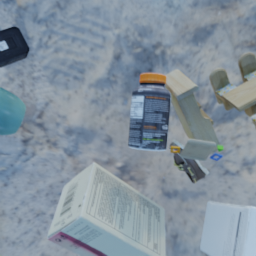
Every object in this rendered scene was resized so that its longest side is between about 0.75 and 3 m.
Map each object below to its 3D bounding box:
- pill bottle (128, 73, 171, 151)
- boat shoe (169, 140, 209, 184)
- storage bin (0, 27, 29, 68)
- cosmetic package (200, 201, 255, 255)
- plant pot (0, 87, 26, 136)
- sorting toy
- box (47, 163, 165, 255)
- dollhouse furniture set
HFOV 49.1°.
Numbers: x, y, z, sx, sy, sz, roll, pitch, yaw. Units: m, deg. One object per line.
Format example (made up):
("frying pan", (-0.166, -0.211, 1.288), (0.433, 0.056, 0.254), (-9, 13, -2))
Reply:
("pill bottle", (0.473, -0.339, 5.990), (0.850, 0.850, 1.601), (5, 91, 1))
("boat shoe", (1.479, 0.898, 7.113), (0.523, 1.756, 0.631), (-46, 43, 2))
("storage bin", (-2.762, -1.757, 6.208), (0.948, 0.445, 0.641), (-30, 101, -25))
("cosmetic package", (2.811, 2.334, 5.691), (1.977, 1.983, 1.219), (14, 78, -2))
("plant pot", (-2.918, -0.351, 6.398), (0.920, 1.147, 1.147), (22, 81, -32))
("sorting toy", (1.368, 0.414, 5.555), (1.068, 0.602, 0.146), (9, 51, -2))
("box", (-0.412, 2.321, 6.885), (2.504, 1.601, 1.364), (38, 122, -21))
("dollhouse furniture set", (2.588, -0.911, 6.822), (2.890, 2.533, 1.920), (-28, 119, 4))
